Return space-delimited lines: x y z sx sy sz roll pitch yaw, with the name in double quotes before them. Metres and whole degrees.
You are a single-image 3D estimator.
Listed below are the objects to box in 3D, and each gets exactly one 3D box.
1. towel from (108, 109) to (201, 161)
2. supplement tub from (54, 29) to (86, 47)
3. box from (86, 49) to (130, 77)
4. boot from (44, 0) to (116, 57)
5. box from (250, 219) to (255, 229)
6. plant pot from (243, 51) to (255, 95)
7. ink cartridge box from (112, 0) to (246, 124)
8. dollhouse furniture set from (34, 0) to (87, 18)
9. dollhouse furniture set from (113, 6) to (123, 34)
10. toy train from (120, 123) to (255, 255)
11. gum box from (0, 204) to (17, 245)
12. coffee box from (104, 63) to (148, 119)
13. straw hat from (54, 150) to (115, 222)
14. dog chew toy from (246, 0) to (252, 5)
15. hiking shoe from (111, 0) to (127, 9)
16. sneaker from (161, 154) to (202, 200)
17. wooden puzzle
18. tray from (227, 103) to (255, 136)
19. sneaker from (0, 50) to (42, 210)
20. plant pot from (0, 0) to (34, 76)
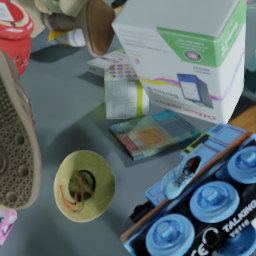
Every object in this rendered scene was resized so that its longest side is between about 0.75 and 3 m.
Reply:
"towel" 0.714 0.094 7.650 2.109 0.229 1.547 -17 37 -22
"supplement tub" -2.784 -4.604 13.524 1.660 1.201 1.201 23 41 29
"box" -0.383 -2.626 11.430 1.575 0.397 2.182 26 43 32
"boot" -1.397 -2.983 7.407 2.067 0.993 2.828 -6 71 33
"box" 2.857 1.239 5.515 1.449 0.770 1.103 -5 35 -7
"plant pot" 4.812 -2.063 9.646 1.049 1.485 1.050 -4 36 -5
"ink cartridge box" 1.128 -1.310 5.424 1.898 2.611 1.143 22 74 29
"dollhouse furniture set" -1.500 -3.200 5.838 1.810 1.601 1.006 23 78 39
"dollhouse furniture set" -0.474 -4.012 8.376 1.290 2.396 0.975 -5 13 8
"toy train" 1.206 1.212 4.542 2.984 1.293 1.705 -38 24 -10
"gum box" -2.672 1.737 5.163 1.085 0.359 0.616 4 35 5
"coffee box" -0.080 -1.142 8.490 1.265 1.279 1.277 -2 35 -3
"straw hat" -1.004 1.188 5.678 0.607 1.434 1.434 -24 12 46
"dog chew toy" 2.284 -3.047 5.912 1.088 1.088 1.747 22 26 28
"hiking shoe" 0.347 -4.886 8.927 2.680 1.349 1.015 -36 7 21
"sneaker" 0.731 0.636 3.823 0.299 0.343 0.763 39 79 7
"wooden puzzle" -2.716 -3.476 7.990 1.534 2.274 0.266 -43 21 -20
"tray" 3.815 -0.152 7.832 2.348 0.435 1.158 -28 44 -35
"sneaker" -1.334 -0.044 3.354 0.678 1.925 0.727 -16 -4 11
"plant pot" -2.441 -1.732 5.276 1.283 1.168 1.283 22 42 -22
